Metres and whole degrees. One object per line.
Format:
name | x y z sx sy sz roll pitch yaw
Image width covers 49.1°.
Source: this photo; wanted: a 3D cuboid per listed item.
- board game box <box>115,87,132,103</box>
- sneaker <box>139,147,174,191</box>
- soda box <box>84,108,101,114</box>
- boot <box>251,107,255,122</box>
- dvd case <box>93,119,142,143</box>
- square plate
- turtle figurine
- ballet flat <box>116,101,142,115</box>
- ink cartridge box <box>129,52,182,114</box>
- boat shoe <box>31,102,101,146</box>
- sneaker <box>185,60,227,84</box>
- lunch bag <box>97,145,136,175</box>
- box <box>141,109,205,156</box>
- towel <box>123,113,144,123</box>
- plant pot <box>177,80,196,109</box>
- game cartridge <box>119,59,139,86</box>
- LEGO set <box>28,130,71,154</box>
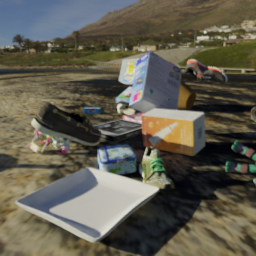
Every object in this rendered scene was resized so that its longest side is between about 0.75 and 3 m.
board game box | 0.181 -2.071 17.395 1.268 0.307 1.676 3 33 36
sneaker | 0.598 0.894 6.450 0.644 0.742 1.675 -3 15 -12
soda box | -1.807 -0.873 14.168 0.843 0.270 0.286 -2 15 -5
boot | 6.992 -0.563 11.492 2.848 1.033 2.589 5 0 -9
dvd case | -0.362 0.061 10.615 1.592 0.262 2.118 13 20 39
square plate | -0.722 1.397 5.441 2.011 0.289 2.030 9 17 33
turtle figurine | 3.208 0.877 6.485 1.688 0.850 1.264 13 60 45
ballet flat | -0.097 -0.946 13.861 1.834 0.624 0.627 14 32 44
ink cartridge box | 1.052 -1.640 10.174 1.597 2.340 0.893 22 -22 -28
boat shoe | -1.600 -0.084 8.429 0.946 0.799 2.653 36 9 32
sneaker | 2.637 -1.789 9.681 1.503 0.615 0.579 26 -22 15
lunch bag | -0.321 0.815 7.280 0.984 0.505 1.224 -6 14 -5
box | 1.379 0.080 8.648 1.754 1.091 0.855 8 22 36
towel | 0.793 -0.387 12.309 1.339 0.274 1.830 -11 18 -34
plant pot | 2.568 -1.857 15.282 2.084 1.942 1.942 29 30 35
game cartridge | 0.187 -2.242 11.294 0.322 1.060 1.589 6 5 -36
LEGO set | -2.668 0.374 8.995 1.029 0.832 2.237 32 -7 -28
